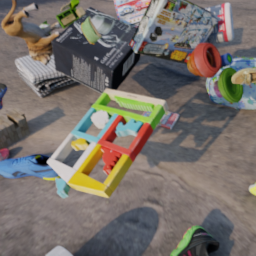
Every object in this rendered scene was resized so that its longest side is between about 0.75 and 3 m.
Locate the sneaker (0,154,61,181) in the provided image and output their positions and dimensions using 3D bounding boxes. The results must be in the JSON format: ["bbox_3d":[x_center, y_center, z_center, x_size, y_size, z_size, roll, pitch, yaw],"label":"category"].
[{"bbox_3d":[-2.930,1.035,8.182,2.064,0.809,0.680,3,41,6],"label":"sneaker"}]

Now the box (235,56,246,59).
[{"bbox_3d":[5.356,-2.659,12.826,1.162,0.736,1.206,17,41,20],"label":"box"}]

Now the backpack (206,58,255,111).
[{"bbox_3d":[4.314,-1.705,10.731,1.954,2.073,2.541,-42,47,-23],"label":"backpack"}]

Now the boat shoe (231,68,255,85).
[{"bbox_3d":[3.060,-1.277,6.880,0.979,0.359,0.307,-16,34,9],"label":"boat shoe"}]

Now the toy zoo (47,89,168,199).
[{"bbox_3d":[-0.611,0.354,6.526,1.957,0.305,2.982,16,61,37],"label":"toy zoo"}]

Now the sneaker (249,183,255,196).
[{"bbox_3d":[3.891,1.860,7.368,1.377,0.519,0.526,19,42,24],"label":"sneaker"}]

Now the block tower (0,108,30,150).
[{"bbox_3d":[-4.541,0.373,9.010,0.759,0.812,2.810,27,47,30],"label":"block tower"}]

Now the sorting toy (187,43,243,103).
[{"bbox_3d":[2.428,-1.554,8.043,0.841,2.050,1.232,-15,37,52],"label":"sorting toy"}]

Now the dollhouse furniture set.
[{"bbox_3d":[-1.073,-2.191,6.074,0.473,0.942,0.617,-37,14,-14],"label":"dollhouse furniture set"}]

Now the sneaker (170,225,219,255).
[{"bbox_3d":[1.292,2.932,5.806,0.874,0.801,2.087,21,44,30],"label":"sneaker"}]

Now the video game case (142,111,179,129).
[{"bbox_3d":[1.182,-0.397,10.508,1.259,0.110,0.900,17,42,21],"label":"video game case"}]

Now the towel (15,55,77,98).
[{"bbox_3d":[-3.542,-2.467,12.362,2.118,1.095,2.558,-23,42,-28],"label":"towel"}]

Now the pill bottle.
[{"bbox_3d":[2.444,-3.349,9.428,1.992,1.191,1.191,-4,35,25],"label":"pill bottle"}]

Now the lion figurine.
[{"bbox_3d":[-3.226,-3.109,9.131,1.653,2.699,0.978,-18,67,22],"label":"lion figurine"}]

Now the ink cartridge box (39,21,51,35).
[{"bbox_3d":[-3.233,-3.817,11.185,0.352,0.688,0.931,6,42,8],"label":"ink cartridge box"}]

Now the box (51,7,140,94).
[{"bbox_3d":[-0.977,-2.620,9.622,2.242,1.413,2.281,27,59,11],"label":"box"}]

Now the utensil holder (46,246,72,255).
[{"bbox_3d":[-1.556,3.177,5.158,1.277,1.277,1.502,29,44,31],"label":"utensil holder"}]

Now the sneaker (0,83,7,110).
[{"bbox_3d":[-3.028,-0.618,6.364,0.424,1.082,0.407,1,55,-55],"label":"sneaker"}]

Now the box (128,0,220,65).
[{"bbox_3d":[1.358,-2.760,8.005,2.421,1.657,0.483,-1,43,-42],"label":"box"}]

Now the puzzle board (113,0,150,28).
[{"bbox_3d":[0.627,-4.706,10.747,2.231,0.194,1.681,-15,72,9],"label":"puzzle board"}]

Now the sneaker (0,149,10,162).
[{"bbox_3d":[-4.160,0.924,8.533,0.437,0.514,1.185,26,45,29],"label":"sneaker"}]
